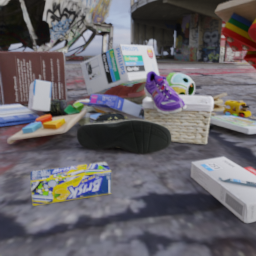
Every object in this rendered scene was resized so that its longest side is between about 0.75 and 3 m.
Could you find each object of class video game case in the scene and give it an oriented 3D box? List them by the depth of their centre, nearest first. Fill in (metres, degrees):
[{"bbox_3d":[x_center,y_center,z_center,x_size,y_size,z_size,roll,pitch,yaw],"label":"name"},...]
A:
[{"bbox_3d":[3.450,-0.129,8.719,1.573,0.191,1.728,-1,15,-34],"label":"video game case"}]

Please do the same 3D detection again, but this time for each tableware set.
[{"bbox_3d":[2.028,-1.148,10.281,2.999,0.601,1.982,13,19,26],"label":"tableware set"}]

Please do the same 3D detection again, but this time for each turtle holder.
[{"bbox_3d":[2.166,-1.740,12.581,1.284,1.374,1.808,13,20,37],"label":"turtle holder"}]

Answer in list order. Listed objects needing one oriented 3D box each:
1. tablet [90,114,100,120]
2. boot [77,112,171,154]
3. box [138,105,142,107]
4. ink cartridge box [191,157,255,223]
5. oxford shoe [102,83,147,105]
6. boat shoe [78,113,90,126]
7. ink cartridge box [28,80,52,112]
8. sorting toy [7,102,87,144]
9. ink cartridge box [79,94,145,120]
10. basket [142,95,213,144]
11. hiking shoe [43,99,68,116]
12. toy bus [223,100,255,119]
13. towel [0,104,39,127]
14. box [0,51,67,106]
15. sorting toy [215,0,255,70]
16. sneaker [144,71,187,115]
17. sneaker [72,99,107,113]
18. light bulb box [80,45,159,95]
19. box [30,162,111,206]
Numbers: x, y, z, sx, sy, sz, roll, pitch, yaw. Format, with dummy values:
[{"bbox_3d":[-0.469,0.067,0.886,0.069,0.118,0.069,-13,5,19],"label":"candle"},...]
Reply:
[{"bbox_3d":[-0.934,-0.361,10.127,0.695,0.073,1.068,-13,20,-38],"label":"tablet"},{"bbox_3d":[-0.025,0.007,7.466,2.303,0.831,1.740,1,14,7],"label":"boot"},{"bbox_3d":[0.316,-1.289,12.531,1.361,0.561,2.319,-7,19,-22],"label":"box"},{"bbox_3d":[2.141,0.967,4.974,1.441,0.366,1.635,-6,17,-16],"label":"ink cartridge box"},{"bbox_3d":[-0.082,-0.981,9.428,2.036,0.761,0.717,3,48,42],"label":"oxford shoe"},{"bbox_3d":[-1.425,-0.212,8.916,0.421,0.363,1.171,-4,-5,-14],"label":"boat shoe"},{"bbox_3d":[-3.025,-1.055,9.545,0.560,0.956,1.323,5,0,-27],"label":"ink cartridge box"},{"bbox_3d":[-2.121,-0.249,8.069,1.800,0.358,2.435,-12,16,13],"label":"sorting toy"},{"bbox_3d":[-0.264,-0.624,8.796,2.211,0.464,1.320,15,-3,-43],"label":"ink cartridge box"},{"bbox_3d":[1.402,-0.287,7.921,1.856,1.145,1.258,5,17,15],"label":"basket"},{"bbox_3d":[-2.790,-0.691,10.572,0.837,0.629,1.662,-23,18,-26],"label":"hiking shoe"},{"bbox_3d":[4.158,-0.732,10.508,1.116,0.577,1.053,1,16,5],"label":"toy bus"},{"bbox_3d":[-4.430,-0.452,10.060,1.835,0.297,2.498,-11,20,-35],"label":"towel"},{"bbox_3d":[-4.565,-2.398,13.125,2.817,2.313,2.337,-8,18,-26],"label":"box"},{"bbox_3d":[2.127,-1.310,4.209,1.456,0.510,1.465,30,4,-20],"label":"sorting toy"},{"bbox_3d":[0.838,-0.912,7.037,0.666,0.690,1.653,-23,42,-15],"label":"sneaker"},{"bbox_3d":[-1.354,-0.945,11.152,1.684,0.637,0.738,-1,16,-7],"label":"sneaker"},{"bbox_3d":[-0.345,-2.652,12.979,2.532,1.580,2.510,-12,4,40],"label":"light bulb box"},{"bbox_3d":[-0.975,0.943,4.846,1.333,0.467,0.429,-5,17,-16],"label":"box"}]
